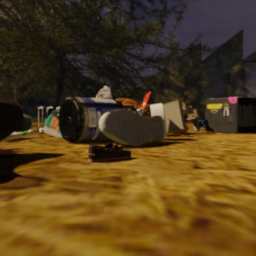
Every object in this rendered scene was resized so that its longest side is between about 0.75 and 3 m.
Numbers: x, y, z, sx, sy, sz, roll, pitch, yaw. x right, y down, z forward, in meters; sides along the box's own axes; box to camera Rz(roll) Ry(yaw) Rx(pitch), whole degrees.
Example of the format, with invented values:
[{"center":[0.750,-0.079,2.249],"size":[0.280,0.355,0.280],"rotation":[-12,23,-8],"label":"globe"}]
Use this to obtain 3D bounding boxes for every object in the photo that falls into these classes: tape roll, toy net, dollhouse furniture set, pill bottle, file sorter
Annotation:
[{"center":[0.980,-0.210,9.057],"size":[0.393,1.125,1.125],"rotation":[-8,2,5],"label":"tape roll"},{"center":[-1.385,-0.897,12.877],"size":[1.125,2.144,0.414],"rotation":[18,-2,17],"label":"toy net"},{"center":[2.289,-0.280,12.945],"size":[1.467,1.253,2.830],"rotation":[-14,-12,29],"label":"dollhouse furniture set"},{"center":[-0.811,-0.236,8.410],"size":[2.277,1.273,1.273],"rotation":[0,2,-40],"label":"pill bottle"},{"center":[-3.524,-0.433,14.265],"size":[2.003,1.247,1.390],"rotation":[-2,2,-26],"label":"file sorter"}]

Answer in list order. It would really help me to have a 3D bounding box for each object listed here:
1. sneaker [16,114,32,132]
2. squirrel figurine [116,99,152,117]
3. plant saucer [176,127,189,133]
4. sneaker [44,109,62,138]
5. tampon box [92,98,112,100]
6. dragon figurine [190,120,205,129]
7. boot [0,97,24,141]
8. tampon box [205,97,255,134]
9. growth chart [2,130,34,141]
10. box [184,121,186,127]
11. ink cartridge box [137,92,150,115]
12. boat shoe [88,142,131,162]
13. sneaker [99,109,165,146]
[{"center":[-6.147,-0.347,14.496],"size":[1.554,1.037,2.713],"rotation":[6,3,-38],"label":"sneaker"},{"center":[0.134,-0.746,15.693],"size":[2.615,1.851,2.441],"rotation":[-1,5,14],"label":"squirrel figurine"},{"center":[2.221,0.099,12.469],"size":[0.967,0.181,0.967],"rotation":[-1,-9,0],"label":"plant saucer"},{"center":[-2.301,-0.205,10.031],"size":[0.899,1.006,2.519],"rotation":[-5,10,-44],"label":"sneaker"},{"center":[-1.801,-0.672,14.730],"size":[1.399,1.660,2.216],"rotation":[-1,2,-20],"label":"tampon box"},{"center":[4.577,-0.219,16.215],"size":[2.255,0.664,1.121],"rotation":[-1,2,-8],"label":"dragon figurine"},{"center":[-2.257,0.142,4.110],"size":[1.934,1.083,2.796],"rotation":[6,18,29],"label":"boot"},{"center":[5.357,-0.614,13.547],"size":[2.608,1.646,1.954],"rotation":[-1,2,-30],"label":"tampon box"},{"center":[-4.762,0.271,8.784],"size":[2.950,0.262,2.135],"rotation":[-1,3,0],"label":"growth chart"},{"center":[2.086,-0.056,12.995],"size":[0.892,0.281,1.620],"rotation":[-1,-8,0],"label":"box"},{"center":[0.310,-0.576,11.079],"size":[0.507,1.778,1.445],"rotation":[16,0,-4],"label":"ink cartridge box"},{"center":[-0.284,0.391,4.679],"size":[0.855,0.301,0.301],"rotation":[0,0,-42],"label":"boat shoe"},{"center":[0.007,0.066,7.507],"size":[0.980,0.930,2.434],"rotation":[-7,-10,38],"label":"sneaker"}]
